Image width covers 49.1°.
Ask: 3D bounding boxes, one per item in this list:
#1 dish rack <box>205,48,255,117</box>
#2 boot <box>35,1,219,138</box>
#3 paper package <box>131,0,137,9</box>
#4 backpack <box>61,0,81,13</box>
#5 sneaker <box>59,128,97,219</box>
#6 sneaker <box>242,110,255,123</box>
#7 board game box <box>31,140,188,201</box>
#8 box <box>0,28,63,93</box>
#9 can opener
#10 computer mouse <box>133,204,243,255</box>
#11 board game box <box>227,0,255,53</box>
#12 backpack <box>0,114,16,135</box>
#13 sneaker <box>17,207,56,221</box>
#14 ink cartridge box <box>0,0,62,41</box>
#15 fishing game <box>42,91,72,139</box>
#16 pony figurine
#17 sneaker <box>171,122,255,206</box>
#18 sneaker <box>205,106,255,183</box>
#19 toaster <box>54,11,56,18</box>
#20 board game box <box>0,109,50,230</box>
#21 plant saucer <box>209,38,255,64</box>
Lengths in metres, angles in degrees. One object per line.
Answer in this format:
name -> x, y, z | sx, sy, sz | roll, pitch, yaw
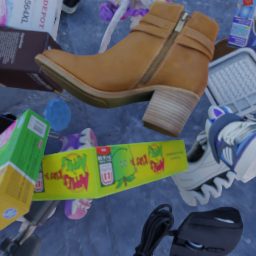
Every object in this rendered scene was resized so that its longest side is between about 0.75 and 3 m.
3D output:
dish rack -> 2.245, -0.867, 5.771 | 1.267, 0.321, 1.477 | -26, 56, 12
boot -> 0.063, -1.270, 4.601 | 2.689, 1.031, 2.088 | 22, 82, 6
paper package -> 0.114, -4.382, 7.900 | 1.814, 1.729, 0.938 | -17, 29, 37
backpack -> -2.163, -4.570, 10.197 | 0.688, 0.583, 0.775 | 30, 59, -15
sneaker -> -1.458, 1.144, 7.283 | 1.061, 0.966, 2.401 | -3, 59, 6
sneaker -> 3.140, -0.255, 7.723 | 1.144, 1.265, 2.970 | 36, 70, 16
board game box -> -0.153, 0.604, 4.483 | 1.264, 2.489, 0.593 | -12, 84, 35
box -> -2.902, -1.562, 6.444 | 2.699, 1.351, 1.011 | 6, 79, 9
can opener -> -1.701, 1.756, 5.502 | 0.733, 0.581, 2.206 | 27, 70, 13
computer mouse -> 0.972, 2.010, 4.395 | 0.539, 2.343, 1.645 | 43, 111, 47
board game box -> 3.189, -2.080, 5.360 | 0.397, 1.561, 2.306 | -26, 43, -37
backpack -> -4.258, 0.217, 7.188 | 2.107, 1.924, 1.418 | -5, 79, 11
sneaker -> -3.176, 1.645, 6.990 | 2.701, 1.072, 1.059 | 20, 69, -17
ink cartridge box -> -2.875, -3.086, 6.584 | 2.770, 1.734, 1.780 | 9, 91, -29
fishing game -> -1.515, -0.270, 5.948 | 0.153, 0.706, 0.986 | 2, 81, 37
pony figurine -> -0.066, -2.872, 6.313 | 1.802, 2.089, 2.164 | -35, 82, -33
sneaker -> 2.109, 0.406, 5.634 | 2.849, 1.071, 1.155 | -34, 98, 7
sneaker -> 1.524, 0.083, 4.119 | 0.676, 1.679, 1.229 | -34, 63, 2
toaster -> -2.980, -4.439, 10.153 | 1.201, 0.682, 0.776 | -7, 68, -6
board game box -> -1.845, 0.792, 3.632 | 1.875, 0.378, 1.435 | -36, 33, 23
plant saucer -> 3.553, -2.123, 9.150 | 2.375, 0.409, 2.375 | 0, 63, -1
